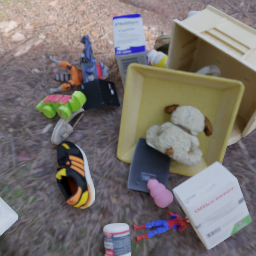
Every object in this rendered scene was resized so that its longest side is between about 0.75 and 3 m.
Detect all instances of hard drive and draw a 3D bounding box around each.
[{"bbox_3d":[0.620,1.087,7.849,1.067,0.335,1.582,9,60,7],"label":"hard drive"}]

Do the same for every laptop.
[{"bbox_3d":[-0.936,-1.074,9.285,1.087,0.561,0.963,3,65,-41],"label":"laptop"}]

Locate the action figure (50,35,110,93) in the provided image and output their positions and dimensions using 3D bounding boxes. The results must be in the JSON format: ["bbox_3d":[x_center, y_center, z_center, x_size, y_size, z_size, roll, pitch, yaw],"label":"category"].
[{"bbox_3d":[-1.672,-2.113,9.870,2.054,1.111,2.123,0,81,-7],"label":"action figure"}]

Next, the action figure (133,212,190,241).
[{"bbox_3d":[0.887,2.354,6.850,1.459,0.722,0.476,-10,58,-11],"label":"action figure"}]

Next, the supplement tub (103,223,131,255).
[{"bbox_3d":[-0.246,2.655,6.396,0.588,0.588,0.838,-5,81,-3],"label":"supplement tub"}]

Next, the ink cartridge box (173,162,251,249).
[{"bbox_3d":[1.935,1.786,6.384,1.252,1.714,0.723,-31,33,-2],"label":"ink cartridge box"}]

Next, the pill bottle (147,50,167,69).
[{"bbox_3d":[1.229,-2.444,10.384,0.576,0.576,1.036,-37,64,-23],"label":"pill bottle"}]

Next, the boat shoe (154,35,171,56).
[{"bbox_3d":[2.002,-3.050,10.538,2.180,0.825,0.805,1,47,27],"label":"boat shoe"}]

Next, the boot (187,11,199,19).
[{"bbox_3d":[3.287,-4.631,12.099,1.510,0.555,0.722,7,60,15],"label":"boot"}]

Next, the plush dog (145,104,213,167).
[{"bbox_3d":[1.368,0.090,7.312,1.671,1.341,1.435,29,89,13],"label":"plush dog"}]

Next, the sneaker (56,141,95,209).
[{"bbox_3d":[-1.562,1.108,7.452,0.731,0.941,2.092,-34,59,12],"label":"sneaker"}]

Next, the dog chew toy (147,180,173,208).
[{"bbox_3d":[0.776,1.625,7.070,0.468,0.468,0.751,-33,73,-22],"label":"dog chew toy"}]

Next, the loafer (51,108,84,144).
[{"bbox_3d":[-1.856,-0.107,8.706,0.469,0.537,1.492,14,57,13],"label":"loafer"}]

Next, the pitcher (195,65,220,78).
[{"bbox_3d":[1.625,-0.986,8.467,2.228,1.912,1.351,-15,57,-3],"label":"pitcher"}]

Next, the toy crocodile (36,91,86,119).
[{"bbox_3d":[-2.160,-0.762,8.781,2.143,0.662,0.723,5,44,40],"label":"toy crocodile"}]

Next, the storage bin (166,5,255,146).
[{"bbox_3d":[2.629,-1.394,8.161,1.397,2.981,2.959,-34,62,-24],"label":"storage bin"}]

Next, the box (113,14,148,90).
[{"bbox_3d":[0.138,-2.614,9.674,0.990,1.736,1.887,-8,59,5],"label":"box"}]

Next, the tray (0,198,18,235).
[{"bbox_3d":[-4.296,2.013,7.336,2.669,0.296,1.433,33,61,22],"label":"tray"}]

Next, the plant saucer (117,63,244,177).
[{"bbox_3d":[1.287,-0.189,7.732,2.903,2.904,0.703,11,25,8],"label":"plant saucer"}]
